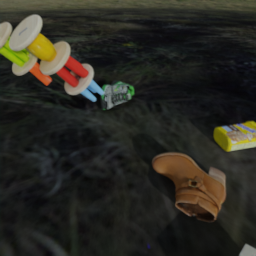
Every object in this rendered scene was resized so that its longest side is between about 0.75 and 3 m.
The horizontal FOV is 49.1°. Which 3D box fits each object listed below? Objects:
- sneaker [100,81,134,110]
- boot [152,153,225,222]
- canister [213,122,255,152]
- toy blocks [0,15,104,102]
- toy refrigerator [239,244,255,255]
[{"bbox_3d":[-0.479,-1.484,12.317,1.057,0.968,2.482,11,31,19],"label":"sneaker"},{"bbox_3d":[1.415,1.464,7.238,2.137,0.787,1.653,12,32,21],"label":"boot"},{"bbox_3d":[3.793,0.290,9.522,1.436,0.622,1.067,-8,30,-12],"label":"canister"},{"bbox_3d":[-1.931,-1.470,6.912,2.072,2.487,0.903,7,68,38],"label":"toy blocks"},{"bbox_3d":[1.985,2.874,4.915,0.549,0.596,1.569,23,36,35],"label":"toy refrigerator"}]
